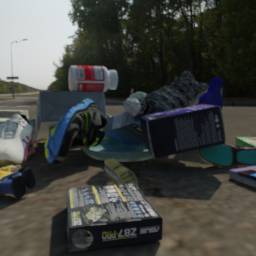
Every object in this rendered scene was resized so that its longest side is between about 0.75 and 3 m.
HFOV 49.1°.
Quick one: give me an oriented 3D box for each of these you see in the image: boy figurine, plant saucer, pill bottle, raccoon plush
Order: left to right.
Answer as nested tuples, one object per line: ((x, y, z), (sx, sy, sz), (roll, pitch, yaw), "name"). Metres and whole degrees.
((-2.379, 0.920, 5.125), (1.435, 0.462, 0.892), (4, 25, 26), "boy figurine")
((-1.154, -1.593, 9.222), (1.520, 0.853, 0.853), (-2, 7, -19), "pill bottle")
((-0.167, 0.641, 8.376), (2.470, 0.339, 2.470), (1, 7, 0), "plant saucer")
((1.294, -0.881, 8.245), (1.407, 1.949, 2.909), (45, 15, 12), "raccoon plush")

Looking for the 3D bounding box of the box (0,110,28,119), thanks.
((-6.266, -0.501, 14.755), (1.873, 0.889, 0.728), (3, 7, 14), "box")

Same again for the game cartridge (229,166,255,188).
((2.841, 1.020, 5.510), (0.940, 0.278, 1.450), (2, 5, -26), "game cartridge")

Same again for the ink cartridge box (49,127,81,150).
((-2.012, 0.341, 8.971), (0.971, 0.709, 0.408), (-1, -12, -4), "ink cartridge box")

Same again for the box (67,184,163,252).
((-0.277, 1.150, 3.888), (1.128, 0.344, 1.399), (0, 6, -14), "box")

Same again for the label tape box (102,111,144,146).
((0.230, -0.013, 8.551), (1.700, 0.562, 1.218), (-18, -34, 38), "label tape box")

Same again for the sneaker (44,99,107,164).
((-1.172, 0.081, 7.123), (1.137, 0.973, 2.744), (41, 25, -5), "sneaker")

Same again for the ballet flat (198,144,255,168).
((2.598, 0.723, 7.019), (1.741, 0.602, 0.619), (3, -11, 5), "ballet flat")

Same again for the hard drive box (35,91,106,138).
((-2.144, -0.389, 9.908), (2.082, 1.026, 2.671), (-1, -12, -22), "hard drive box")

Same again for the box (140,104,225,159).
((1.274, 0.036, 6.952), (1.765, 0.921, 1.306), (-11, 8, -4), "box")

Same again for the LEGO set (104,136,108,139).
((-0.468, 0.307, 10.923), (0.934, 0.407, 1.438), (1, 7, 13), "LEGO set")

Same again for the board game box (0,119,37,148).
((-4.149, 0.207, 9.210), (1.937, 0.998, 1.016), (1, 7, 9), "board game box")

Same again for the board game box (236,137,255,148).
((4.434, 0.596, 8.827), (1.441, 0.312, 2.141), (0, 6, 5), "board game box")

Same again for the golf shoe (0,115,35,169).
((-3.033, 0.317, 7.128), (1.011, 1.282, 2.785), (-1, 8, -12), "golf shoe")

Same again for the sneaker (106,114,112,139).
((-0.709, -0.095, 10.284), (0.761, 0.660, 1.717), (42, 7, -12), "sneaker")

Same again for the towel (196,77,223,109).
((2.633, -0.589, 9.927), (0.538, 1.605, 2.173), (24, 60, 35), "towel")

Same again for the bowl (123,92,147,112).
((0.736, -0.399, 10.762), (0.986, 1.884, 1.884), (-1, 6, -38), "bowl")

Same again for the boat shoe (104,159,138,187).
((-0.133, 0.963, 5.444), (0.343, 0.314, 0.917), (-20, 39, -30), "boat shoe")
